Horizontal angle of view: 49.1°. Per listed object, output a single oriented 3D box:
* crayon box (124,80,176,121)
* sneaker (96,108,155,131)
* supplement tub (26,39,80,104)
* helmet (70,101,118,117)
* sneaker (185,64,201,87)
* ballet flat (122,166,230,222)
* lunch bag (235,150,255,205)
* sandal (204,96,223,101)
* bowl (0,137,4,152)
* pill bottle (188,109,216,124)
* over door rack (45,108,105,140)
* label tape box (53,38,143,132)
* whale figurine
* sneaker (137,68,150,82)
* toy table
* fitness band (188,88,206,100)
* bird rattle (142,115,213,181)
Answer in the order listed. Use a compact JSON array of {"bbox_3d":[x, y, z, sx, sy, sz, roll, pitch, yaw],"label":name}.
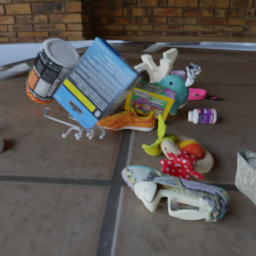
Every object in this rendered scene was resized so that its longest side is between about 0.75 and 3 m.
[{"bbox_3d":[0.788,-1.050,10.582,1.701,1.468,0.496,18,58,2],"label":"crayon box"},{"bbox_3d":[-0.099,-0.363,10.443,2.216,0.855,0.809,-2,23,-1],"label":"sneaker"},{"bbox_3d":[-3.123,-2.183,11.338,1.567,2.558,1.567,22,47,-25],"label":"supplement tub"},{"bbox_3d":[-1.342,-1.224,11.170,1.999,1.906,1.999,-29,25,14],"label":"helmet"},{"bbox_3d":[2.320,-2.045,10.653,0.560,0.860,0.343,29,20,-23],"label":"sneaker"},{"bbox_3d":[0.839,1.439,6.017,2.486,0.894,0.894,10,24,25],"label":"ballet flat"},{"bbox_3d":[2.975,1.134,6.578,0.656,0.916,1.116,-11,24,-13],"label":"lunch bag"},{"bbox_3d":[4.311,-1.511,14.144,0.928,0.209,0.348,6,23,15],"label":"sandal"},{"bbox_3d":[-4.550,0.502,8.891,1.055,0.394,1.053,-6,23,-18],"label":"bowl"},{"bbox_3d":[2.919,-0.457,11.037,1.001,0.563,0.563,0,22,1],"label":"pill bottle"},{"bbox_3d":[-1.759,-0.059,9.148,1.700,0.566,1.256,30,15,28],"label":"over door rack"},{"bbox_3d":[-1.017,-1.384,9.278,1.799,2.495,0.790,45,19,7],"label":"label tape box"},{"bbox_3d":[1.430,-1.313,11.524,2.240,1.162,1.782,-28,64,-4],"label":"whale figurine"},{"bbox_3d":[0.335,-1.922,12.020,0.778,2.221,1.205,-21,57,-13],"label":"sneaker"},{"bbox_3d":[1.666,-2.975,14.889,2.808,1.644,2.581,-35,33,-26],"label":"toy table"},{"bbox_3d":[3.136,-1.820,14.678,1.864,0.349,1.339,9,23,25],"label":"fitness band"},{"bbox_3d":[1.512,0.637,7.624,1.905,1.316,2.336,8,20,-27],"label":"bird rattle"}]
